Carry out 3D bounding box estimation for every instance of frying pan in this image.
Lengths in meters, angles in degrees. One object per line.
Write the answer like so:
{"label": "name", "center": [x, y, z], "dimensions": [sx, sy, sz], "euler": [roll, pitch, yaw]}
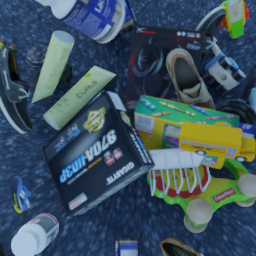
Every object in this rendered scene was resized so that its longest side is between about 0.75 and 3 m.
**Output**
{"label": "frying pan", "center": [3.170, -0.563, 8.626], "dimensions": [1.710, 0.460, 2.826], "euler": [1, 84, -2]}
{"label": "frying pan", "center": [-3.033, -2.348, 9.887], "dimensions": [0.942, 0.254, 1.558], "euler": [-27, 66, -11]}

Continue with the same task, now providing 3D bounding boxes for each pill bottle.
{"label": "pill bottle", "center": [-0.036, 3.383, 7.223], "dimensions": [0.577, 0.577, 1.031], "euler": [-1, 67, 0]}
{"label": "pill bottle", "center": [-1.303, -3.427, 7.785], "dimensions": [2.256, 1.306, 1.306], "euler": [20, 59, -39]}
{"label": "pill bottle", "center": [-2.270, 2.645, 6.912], "dimensions": [0.746, 1.288, 0.746], "euler": [0, 89, 6]}
{"label": "pill bottle", "center": [-0.797, -4.370, 9.333], "dimensions": [1.463, 2.616, 1.463], "euler": [-20, 25, 10]}
{"label": "pill bottle", "center": [3.554, 0.287, 8.018], "dimensions": [1.255, 0.702, 0.702], "euler": [17, 63, 45]}

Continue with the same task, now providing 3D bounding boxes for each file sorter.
{"label": "file sorter", "center": [1.275, 1.161, 7.242], "dimensions": [1.447, 1.004, 0.901], "euler": [-4, 58, -2]}

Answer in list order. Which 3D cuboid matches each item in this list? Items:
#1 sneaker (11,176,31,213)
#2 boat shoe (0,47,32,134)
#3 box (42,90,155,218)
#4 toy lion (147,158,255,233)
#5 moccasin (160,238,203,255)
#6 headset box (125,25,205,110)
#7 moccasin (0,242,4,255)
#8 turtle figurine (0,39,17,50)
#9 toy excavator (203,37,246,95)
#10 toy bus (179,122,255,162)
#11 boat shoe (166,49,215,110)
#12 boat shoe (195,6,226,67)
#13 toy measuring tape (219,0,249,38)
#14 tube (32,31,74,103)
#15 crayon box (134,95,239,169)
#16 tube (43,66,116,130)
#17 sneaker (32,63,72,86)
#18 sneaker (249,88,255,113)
{"label": "sneaker", "center": [-2.858, 1.744, 7.505], "dimensions": [0.367, 0.408, 0.993], "euler": [2, 101, 42]}
{"label": "boat shoe", "center": [-3.320, -1.041, 8.181], "dimensions": [0.856, 0.909, 2.532], "euler": [-16, 105, 1]}
{"label": "box", "center": [-0.942, 0.738, 7.480], "dimensions": [2.830, 0.651, 2.250], "euler": [-38, 67, 26]}
{"label": "toy lion", "center": [1.954, 1.392, 7.899], "dimensions": [2.591, 0.890, 2.484], "euler": [-21, 54, -14]}
{"label": "moccasin", "center": [1.647, 3.299, 6.643], "dimensions": [1.999, 0.772, 0.731], "euler": [33, 88, 34]}
{"label": "headset box", "center": [1.046, -1.593, 8.491], "dimensions": [2.015, 1.045, 2.707], "euler": [9, 106, 5]}
{"label": "moccasin", "center": [-3.599, 4.070, 6.760], "dimensions": [1.111, 1.053, 2.878], "euler": [-1, 76, -10]}
{"label": "turtle figurine", "center": [-4.537, -2.505, 9.787], "dimensions": [1.536, 0.495, 1.239], "euler": [16, 68, 7]}
{"label": "toy excavator", "center": [3.102, -2.211, 9.466], "dimensions": [1.755, 0.902, 1.805], "euler": [43, 39, -4]}
{"label": "toy bus", "center": [2.032, 0.305, 6.417], "dimensions": [1.660, 0.650, 0.540], "euler": [8, 57, 15]}
{"label": "boat shoe", "center": [1.695, -0.968, 7.570], "dimensions": [0.899, 0.852, 2.373], "euler": [-29, 103, 15]}
{"label": "boat shoe", "center": [2.477, -2.784, 8.955], "dimensions": [0.831, 2.313, 0.782], "euler": [-25, 69, -31]}
{"label": "toy measuring tape", "center": [3.396, -4.203, 9.278], "dimensions": [1.078, 2.930, 1.078], "euler": [-12, 55, 18]}
{"label": "tube", "center": [-2.271, -1.713, 8.317], "dimensions": [0.687, 2.368, 0.615], "euler": [8, 45, -29]}
{"label": "crayon box", "center": [1.481, 0.135, 7.694], "dimensions": [2.593, 1.540, 0.755], "euler": [14, 53, 12]}
{"label": "tube", "center": [-1.597, -1.074, 9.116], "dimensions": [0.762, 0.682, 2.627], "euler": [45, 69, -8]}
{"label": "sneaker", "center": [-2.495, -1.703, 9.451], "dimensions": [1.483, 0.850, 0.567], "euler": [-26, 60, 19]}
{"label": "sneaker", "center": [5.226, -0.973, 8.856], "dimensions": [2.707, 1.001, 1.109], "euler": [-1, 72, -1]}
